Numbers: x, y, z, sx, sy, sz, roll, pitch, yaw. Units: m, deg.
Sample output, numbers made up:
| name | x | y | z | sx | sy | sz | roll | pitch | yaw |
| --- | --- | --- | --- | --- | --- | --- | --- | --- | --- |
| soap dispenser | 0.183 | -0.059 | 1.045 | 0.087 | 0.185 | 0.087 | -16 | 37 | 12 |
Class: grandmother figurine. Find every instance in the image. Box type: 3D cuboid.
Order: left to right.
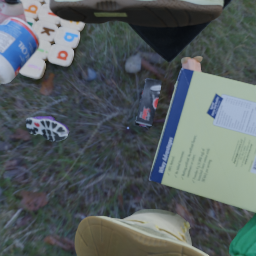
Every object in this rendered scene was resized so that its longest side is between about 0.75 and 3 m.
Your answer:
| name | x | y | z | sx | sy | sz | roll | pitch | yaw |
| --- | --- | --- | --- | --- | --- | --- | --- | --- | --- |
| grandmother figurine | 1.813 | -1.151 | 7.834 | 1.010 | 0.505 | 1.666 | -7 | 76 | 9 |

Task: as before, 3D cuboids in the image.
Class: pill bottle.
| name | x | y | z | sx | sy | sz | roll | pitch | yaw |
| --- | --- | --- | --- | --- | --- | --- | --- | --- | --- |
| pill bottle | -2.199 | -1.247 | 4.904 | 0.738 | 0.738 | 1.315 | 23 | 61 | 5 |

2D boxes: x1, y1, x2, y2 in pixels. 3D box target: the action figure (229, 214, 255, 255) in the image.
| name | x | y | z | sx | sy | sz | roll | pitch | yaw |
| --- | --- | --- | --- | --- | --- | --- | --- | --- | --- |
| action figure | 2.535 | 1.593 | 4.608 | 2.609 | 1.541 | 0.713 | -32 | 92 | -22 |

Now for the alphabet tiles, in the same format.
| name | x | y | z | sx | sy | sz | roll | pitch | yaw |
| --- | --- | --- | --- | --- | --- | --- | --- | --- | --- |
| alphabet tiles | -2.797 | -2.932 | 8.327 | 2.821 | 0.210 | 2.884 | 15 | 79 | 4 |

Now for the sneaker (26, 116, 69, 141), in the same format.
| name | x | y | z | sx | sy | sz | roll | pitch | yaw |
| --- | --- | --- | --- | --- | --- | --- | --- | --- | --- |
| sneaker | -1.724 | -0.083 | 6.143 | 1.219 | 0.491 | 0.508 | 15 | 33 | 34 |

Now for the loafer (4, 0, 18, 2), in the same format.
| name | x | y | z | sx | sy | sz | roll | pitch | yaw |
| --- | --- | --- | --- | --- | --- | --- | --- | --- | --- |
| loafer | -2.623 | -2.770 | 5.132 | 0.668 | 2.122 | 0.763 | 23 | 122 | 8 |

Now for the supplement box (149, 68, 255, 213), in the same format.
| name | x | y | z | sx | sy | sz | roll | pitch | yaw |
| --- | --- | --- | --- | --- | --- | --- | --- | --- | --- |
| supplement box | 1.642 | 0.155 | 5.092 | 1.999 | 1.343 | 2.001 | 16 | 99 | 7 |

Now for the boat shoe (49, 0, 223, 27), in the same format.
| name | x | y | z | sx | sy | sz | roll | pitch | yaw |
| --- | --- | --- | --- | --- | --- | --- | --- | --- | --- |
| boat shoe | 0.121 | -2.402 | 4.684 | 2.927 | 1.049 | 1.115 | 5 | 90 | 2 |

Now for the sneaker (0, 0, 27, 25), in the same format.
| name | x | y | z | sx | sy | sz | roll | pitch | yaw |
| --- | --- | --- | --- | --- | --- | --- | --- | --- | --- |
| sneaker | -2.951 | -2.332 | 5.853 | 1.664 | 0.870 | 0.626 | -22 | 59 | -31 |

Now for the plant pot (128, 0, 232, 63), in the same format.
| name | x | y | z | sx | sy | sz | roll | pitch | yaw |
| --- | --- | --- | --- | --- | --- | --- | --- | --- | --- |
| plant pot | 0.828 | -3.191 | 5.846 | 1.981 | 2.233 | 2.228 | 26 | 56 | -16 |

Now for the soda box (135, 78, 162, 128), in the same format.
| name | x | y | z | sx | sy | sz | roll | pitch | yaw |
| --- | --- | --- | --- | --- | --- | --- | --- | --- | --- |
| soda box | 0.566 | -0.687 | 7.760 | 0.462 | 0.414 | 1.307 | 13 | 79 | 3 |

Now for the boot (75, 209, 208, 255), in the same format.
| name | x | y | z | sx | sy | sz | roll | pitch | yaw |
| --- | --- | --- | --- | --- | --- | --- | --- | --- | --- |
| boot | 0.820 | 2.091 | 4.514 | 2.778 | 2.159 | 1.011 | 12 | 86 | 30 |
